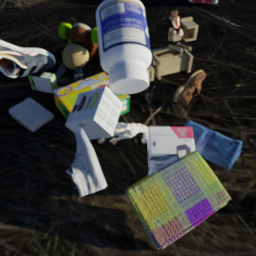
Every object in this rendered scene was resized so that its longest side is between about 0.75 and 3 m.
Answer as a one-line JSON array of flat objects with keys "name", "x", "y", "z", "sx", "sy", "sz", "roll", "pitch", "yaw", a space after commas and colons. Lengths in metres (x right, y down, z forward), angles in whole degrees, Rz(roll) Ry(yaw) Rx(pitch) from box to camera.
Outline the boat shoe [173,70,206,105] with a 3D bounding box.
[{"name": "boat shoe", "x": 2.877, "y": -1.745, "z": 12.483, "sx": 0.740, "sy": 0.789, "sz": 2.191, "roll": 34, "pitch": 61, "yaw": 22}]

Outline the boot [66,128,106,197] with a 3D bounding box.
[{"name": "boot", "x": -1.093, "y": 0.834, "z": 6.467, "sx": 0.740, "sy": 1.549, "sz": 0.570, "roll": -22, "pitch": 9, "yaw": -13}]

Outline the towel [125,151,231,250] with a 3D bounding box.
[{"name": "towel", "x": 1.431, "y": 2.054, "z": 8.324, "sx": 2.702, "sy": 0.308, "sz": 1.940, "roll": -30, "pitch": 75, "yaw": -11}]

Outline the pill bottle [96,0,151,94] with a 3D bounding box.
[{"name": "pill bottle", "x": -0.129, "y": -2.731, "z": 9.544, "sx": 1.743, "sy": 1.743, "sz": 2.912, "roll": -5, "pitch": 76, "yaw": -5}]

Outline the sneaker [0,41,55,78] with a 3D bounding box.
[{"name": "sneaker", "x": -3.214, "y": -1.953, "z": 8.569, "sx": 2.212, "sy": 0.868, "sz": 0.878, "roll": 0, "pitch": 62, "yaw": -45}]

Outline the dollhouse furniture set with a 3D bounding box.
[{"name": "dollhouse furniture set", "x": 1.465, "y": -3.825, "z": 13.217, "sx": 2.870, "sy": 2.538, "sz": 1.596, "roll": -15, "pitch": 47, "yaw": -14}]

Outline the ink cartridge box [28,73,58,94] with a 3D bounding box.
[{"name": "ink cartridge box", "x": -3.852, "y": -2.077, "z": 12.714, "sx": 1.114, "sy": 0.824, "sz": 0.422, "roll": 12, "pitch": 47, "yaw": 11}]

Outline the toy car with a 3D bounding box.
[{"name": "toy car", "x": -2.450, "y": -3.478, "z": 13.813, "sx": 2.223, "sy": 2.135, "sz": 2.707, "roll": 15, "pitch": 76, "yaw": 19}]

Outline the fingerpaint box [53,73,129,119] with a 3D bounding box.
[{"name": "fingerpaint box", "x": -1.524, "y": -1.097, "z": 11.700, "sx": 2.469, "sy": 0.906, "sz": 2.060, "roll": -26, "pitch": 52, "yaw": -24}]

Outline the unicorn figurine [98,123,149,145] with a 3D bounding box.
[{"name": "unicorn figurine", "x": -0.183, "y": 0.177, "z": 10.344, "sx": 2.466, "sy": 0.911, "sz": 1.693, "roll": 23, "pitch": 27, "yaw": 32}]

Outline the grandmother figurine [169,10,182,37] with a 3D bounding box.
[{"name": "grandmother figurine", "x": 1.996, "y": -4.187, "z": 11.506, "sx": 0.376, "sy": 1.242, "sz": 0.753, "roll": 25, "pitch": 83, "yaw": 29}]

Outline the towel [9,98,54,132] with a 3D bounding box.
[{"name": "towel", "x": -4.047, "y": -0.589, "z": 11.635, "sx": 1.762, "sy": 0.304, "sz": 1.168, "roll": 31, "pitch": 54, "yaw": 26}]

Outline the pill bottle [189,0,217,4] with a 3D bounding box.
[{"name": "pill bottle", "x": 5.023, "y": -9.454, "z": 19.496, "sx": 2.455, "sy": 1.378, "sz": 1.378, "roll": 8, "pitch": 46, "yaw": 8}]

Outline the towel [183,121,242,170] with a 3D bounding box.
[{"name": "towel", "x": 2.931, "y": 0.579, "z": 10.326, "sx": 2.257, "sy": 0.548, "sz": 1.260, "roll": 28, "pitch": 53, "yaw": 24}]

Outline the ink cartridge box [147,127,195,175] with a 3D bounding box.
[{"name": "ink cartridge box", "x": 1.435, "y": 1.053, "z": 9.340, "sx": 1.503, "sy": 0.875, "sz": 2.076, "roll": 0, "pitch": 60, "yaw": 0}]

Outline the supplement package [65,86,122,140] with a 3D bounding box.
[{"name": "supplement package", "x": -1.029, "y": -0.422, "z": 8.590, "sx": 1.203, "sy": 0.925, "sz": 1.258, "roll": -9, "pitch": 51, "yaw": 35}]
